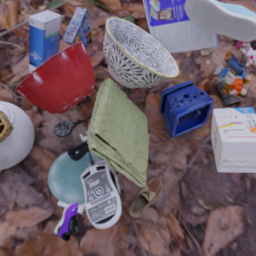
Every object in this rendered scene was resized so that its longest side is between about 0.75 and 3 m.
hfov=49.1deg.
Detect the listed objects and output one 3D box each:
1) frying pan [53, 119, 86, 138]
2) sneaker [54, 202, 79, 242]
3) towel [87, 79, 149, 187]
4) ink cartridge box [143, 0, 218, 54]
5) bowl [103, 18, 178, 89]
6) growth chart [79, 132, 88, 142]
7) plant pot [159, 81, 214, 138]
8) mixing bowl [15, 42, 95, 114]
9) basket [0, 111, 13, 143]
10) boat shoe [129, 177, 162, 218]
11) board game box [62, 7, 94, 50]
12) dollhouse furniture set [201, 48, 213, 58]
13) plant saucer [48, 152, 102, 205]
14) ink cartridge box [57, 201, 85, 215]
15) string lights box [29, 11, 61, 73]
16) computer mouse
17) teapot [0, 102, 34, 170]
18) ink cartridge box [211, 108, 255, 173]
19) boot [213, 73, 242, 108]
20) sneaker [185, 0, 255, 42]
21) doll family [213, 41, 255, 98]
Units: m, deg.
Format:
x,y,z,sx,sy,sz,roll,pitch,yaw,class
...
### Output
x,y,z,sx,sy,sz,roll,pitch,yaw,class
-2.323,0.008,11.070,1.296,0.211,0.784,-5,64,1,frying pan
-1.376,2.314,6.824,0.525,0.367,1.056,37,110,30,sneaker
-0.204,0.037,7.957,0.544,2.213,2.983,-29,33,26,towel
1.803,-3.647,9.441,2.284,2.263,0.496,-1,42,20,ink cartridge box
0.156,-2.122,8.947,2.709,1.271,2.709,27,35,-21,bowl
-0.964,0.269,10.949,1.842,0.163,1.333,-30,66,-15,growth chart
2.088,-0.795,10.723,1.597,1.597,1.436,-23,60,-11,plant pot
-1.889,-1.257,8.239,2.427,2.427,1.315,-39,101,-18,mixing bowl
-4.181,0.056,8.231,1.256,0.935,0.896,-32,79,-6,basket
0.654,2.369,9.646,0.621,0.589,1.641,32,68,15,boat shoe
-1.699,-3.138,9.508,0.394,1.278,1.277,19,66,15,board game box
3.523,-3.463,12.438,0.363,0.819,0.425,-2,63,-1,dollhouse furniture set
-1.816,1.622,9.904,2.119,0.408,2.119,0,60,0,plant saucer
-1.825,2.363,9.860,0.909,0.319,1.118,17,57,8,ink cartridge box
-2.567,-2.561,8.628,0.523,1.775,0.912,24,38,9,string lights box
-0.858,1.548,8.214,1.616,0.646,2.947,-26,54,10,computer mouse
-4.747,-0.022,9.881,2.770,2.023,2.734,24,56,14,teapot
2.616,0.282,6.784,0.995,0.978,1.352,-2,36,8,ink cartridge box
4.377,-1.545,11.720,1.447,0.501,1.260,-23,69,-4,boot
2.810,-3.260,8.235,2.329,0.861,0.954,33,48,15,sneaker
3.651,-1.823,9.416,1.321,0.959,2.128,41,69,-19,doll family
